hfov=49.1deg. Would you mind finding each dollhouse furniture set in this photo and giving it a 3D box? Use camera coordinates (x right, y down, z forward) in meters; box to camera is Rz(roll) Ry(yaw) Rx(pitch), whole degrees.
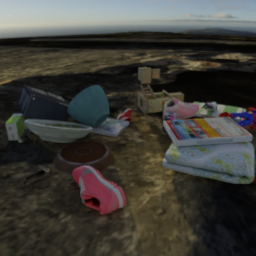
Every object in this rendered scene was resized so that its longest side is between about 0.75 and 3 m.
[{"bbox_3d":[1.895,-2.017,14.435,2.519,2.227,1.400,-7,26,-14],"label":"dollhouse furniture set"}]

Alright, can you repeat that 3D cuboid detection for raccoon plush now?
[{"bbox_3d":[-4.366,0.252,11.729,0.608,0.439,0.908,8,25,36],"label":"raccoon plush"}]

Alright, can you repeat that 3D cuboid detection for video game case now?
[{"bbox_3d":[2.903,0.093,10.617,2.772,0.242,1.982,-3,23,-5],"label":"video game case"},{"bbox_3d":[-0.957,-0.075,12.666,1.598,0.176,1.456,9,26,21],"label":"video game case"}]

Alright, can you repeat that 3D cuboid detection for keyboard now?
[{"bbox_3d":[-2.017,-1.100,14.804,2.775,0.550,1.444,12,4,26],"label":"keyboard"}]

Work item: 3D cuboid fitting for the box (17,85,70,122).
[{"bbox_3d":[-3.843,-1.001,12.829,1.948,1.014,1.774,16,12,-34],"label":"box"}]

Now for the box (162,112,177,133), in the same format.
[{"bbox_3d":[1.864,-0.250,12.492,0.556,0.641,0.970,7,25,10],"label":"box"}]

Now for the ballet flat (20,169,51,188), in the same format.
[{"bbox_3d":[-2.964,1.559,9.031,0.369,0.254,1.095,20,31,36],"label":"ballet flat"}]

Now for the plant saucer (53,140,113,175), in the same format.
[{"bbox_3d":[-1.623,0.975,10.187,2.178,0.375,2.178,-1,25,0],"label":"plant saucer"}]

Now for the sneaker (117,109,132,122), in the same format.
[{"bbox_3d":[0.000,-0.524,13.511,0.613,0.416,1.062,26,47,30],"label":"sneaker"}]

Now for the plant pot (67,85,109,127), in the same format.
[{"bbox_3d":[-1.548,-0.786,12.272,1.233,1.831,1.831,49,44,13],"label":"plant pot"}]

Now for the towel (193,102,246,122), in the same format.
[{"bbox_3d":[4.420,-0.766,14.056,2.689,0.314,2.051,9,25,24],"label":"towel"}]

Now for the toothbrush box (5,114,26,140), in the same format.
[{"bbox_3d":[-4.747,-0.050,11.892,0.463,0.783,1.076,0,25,-1],"label":"toothbrush box"}]

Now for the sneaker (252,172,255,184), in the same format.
[{"bbox_3d":[4.231,1.695,8.775,0.410,0.340,0.859,8,23,-27],"label":"sneaker"}]

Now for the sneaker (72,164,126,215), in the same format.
[{"bbox_3d":[-1.068,1.733,8.018,2.150,0.792,0.933,23,34,39],"label":"sneaker"}]

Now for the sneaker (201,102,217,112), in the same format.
[{"bbox_3d":[3.982,-1.009,13.788,0.738,0.410,1.056,0,12,11],"label":"sneaker"}]

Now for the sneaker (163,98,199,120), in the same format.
[{"bbox_3d":[2.545,-0.988,13.301,1.908,0.997,0.718,-16,39,-11],"label":"sneaker"}]

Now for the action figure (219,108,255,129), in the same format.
[{"bbox_3d":[5.266,-0.392,12.309,2.866,0.938,0.741,-7,-3,-31],"label":"action figure"}]

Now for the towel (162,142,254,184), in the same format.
[{"bbox_3d":[2.850,0.953,9.808,2.887,0.695,2.471,9,25,21],"label":"towel"}]

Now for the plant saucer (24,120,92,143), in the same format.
[{"bbox_3d":[-2.755,0.150,11.080,2.619,0.657,2.619,8,5,-1],"label":"plant saucer"}]
